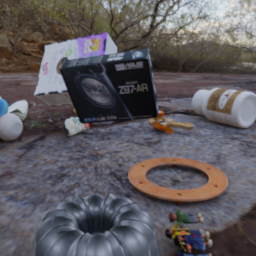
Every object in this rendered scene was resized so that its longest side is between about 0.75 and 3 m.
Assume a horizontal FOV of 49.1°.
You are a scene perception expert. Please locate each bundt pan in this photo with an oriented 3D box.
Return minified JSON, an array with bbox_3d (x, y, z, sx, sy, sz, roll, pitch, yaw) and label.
[{"bbox_3d":[-0.519,1.739,4.516,2.118,0.795,2.118,-1,15,0],"label":"bundt pan"}]

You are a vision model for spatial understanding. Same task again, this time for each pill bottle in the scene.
[{"bbox_3d":[4.457,-1.036,13.223,1.607,1.607,2.810,-9,17,-31],"label":"pill bottle"}]

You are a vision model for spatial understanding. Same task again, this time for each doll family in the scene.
[{"bbox_3d":[0.945,1.875,4.647,0.709,0.481,1.227,4,18,-3],"label":"doll family"}]

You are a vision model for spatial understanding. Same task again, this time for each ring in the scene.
[{"bbox_3d":[1.247,1.303,7.221,2.496,0.239,2.496,-1,14,0],"label":"ring"}]

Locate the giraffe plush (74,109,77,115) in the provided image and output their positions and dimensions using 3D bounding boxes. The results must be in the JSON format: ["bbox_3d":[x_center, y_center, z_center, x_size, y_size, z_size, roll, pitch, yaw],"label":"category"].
[{"bbox_3d":[-2.160,-1.411,15.087,1.451,1.364,1.682,-11,18,-35],"label":"giraffe plush"}]

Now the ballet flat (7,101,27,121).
[{"bbox_3d":[-5.439,-0.559,13.230,0.943,0.943,2.715,5,20,18],"label":"ballet flat"}]

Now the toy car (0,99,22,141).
[{"bbox_3d":[-5.336,-0.364,10.210,2.198,1.884,2.512,6,16,23],"label":"toy car"}]

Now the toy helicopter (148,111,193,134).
[{"bbox_3d":[1.750,-0.140,11.683,1.896,0.748,1.254,9,20,22],"label":"toy helicopter"}]

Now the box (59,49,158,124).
[{"bbox_3d":[-0.404,-0.971,7.067,2.161,1.731,0.470,-4,40,12],"label":"box"}]

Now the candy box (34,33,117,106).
[{"bbox_3d":[-2.030,-2.237,11.050,2.887,2.422,1.033,-3,-22,21],"label":"candy box"}]

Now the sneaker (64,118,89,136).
[{"bbox_3d":[-2.087,-0.112,11.654,0.842,0.634,1.801,-5,12,3],"label":"sneaker"}]
